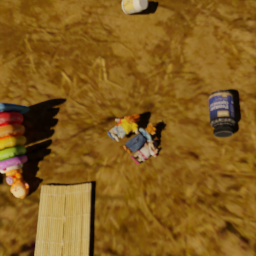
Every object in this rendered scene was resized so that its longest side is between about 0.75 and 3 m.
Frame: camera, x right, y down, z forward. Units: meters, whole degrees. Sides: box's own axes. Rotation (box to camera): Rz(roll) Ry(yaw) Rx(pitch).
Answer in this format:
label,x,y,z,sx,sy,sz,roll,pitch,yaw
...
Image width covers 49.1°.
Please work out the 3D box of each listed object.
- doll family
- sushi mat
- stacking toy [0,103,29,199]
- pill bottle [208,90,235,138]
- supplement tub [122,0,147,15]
label,x,y,z,sx,sy,sz,roll,pitch,yaw
doll family,0.219,0.188,8.058,1.030,0.748,1.660,-41,74,-15
sushi mat,-1.711,2.945,7.316,1.417,0.179,2.961,0,69,0
stacking toy,-3.334,0.699,7.705,1.518,1.436,2.616,-20,86,14
pill bottle,2.780,-0.402,8.303,0.720,0.720,1.287,2,69,1
supplement tub,0.225,-4.281,9.707,0.768,0.559,0.559,7,64,42
